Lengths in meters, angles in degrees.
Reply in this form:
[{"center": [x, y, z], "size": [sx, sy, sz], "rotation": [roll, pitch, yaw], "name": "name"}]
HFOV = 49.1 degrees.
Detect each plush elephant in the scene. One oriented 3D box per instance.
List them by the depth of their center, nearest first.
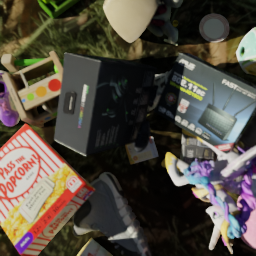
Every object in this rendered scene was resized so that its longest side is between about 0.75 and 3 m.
[{"center": [0.567, -3.338, 8.169], "size": [1.334, 1.419, 1.723], "rotation": [-23, 54, -22], "name": "plush elephant"}]

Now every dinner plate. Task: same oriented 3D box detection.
[{"center": [2.679, -3.105, 8.741], "size": [0.925, 0.112, 0.925], "rotation": [0, 85, -1], "name": "dinner plate"}]

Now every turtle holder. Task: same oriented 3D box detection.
[{"center": [3.896, -1.991, 7.896], "size": [1.283, 1.373, 1.807], "rotation": [-25, 81, 37], "name": "turtle holder"}]

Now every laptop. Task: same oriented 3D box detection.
[{"center": [-1.660, -1.107, 7.983], "size": [1.436, 0.832, 1.345], "rotation": [-25, 78, -5], "name": "laptop"}]

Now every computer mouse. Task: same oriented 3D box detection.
[{"center": [0.501, -0.214, 6.688], "size": [0.286, 0.492, 1.678], "rotation": [17, 88, -5], "name": "computer mouse"}]

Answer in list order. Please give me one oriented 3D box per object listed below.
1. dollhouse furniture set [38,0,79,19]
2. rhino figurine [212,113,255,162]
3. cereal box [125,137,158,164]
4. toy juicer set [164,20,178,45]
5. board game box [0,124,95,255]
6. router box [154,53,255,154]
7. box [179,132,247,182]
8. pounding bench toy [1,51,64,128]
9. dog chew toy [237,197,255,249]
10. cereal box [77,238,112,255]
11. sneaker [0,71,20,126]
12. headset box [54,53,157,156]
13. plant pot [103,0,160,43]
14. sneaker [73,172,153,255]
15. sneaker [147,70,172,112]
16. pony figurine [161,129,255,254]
[{"center": [-2.709, -4.768, 8.402], "size": [1.173, 1.531, 2.337], "rotation": [-42, 82, -7], "name": "dollhouse furniture set"}, {"center": [2.871, 0.159, 7.113], "size": [0.881, 0.602, 2.015], "rotation": [42, 98, 24], "name": "rhino figurine"}, {"center": [0.382, 0.638, 7.888], "size": [0.817, 0.162, 0.588], "rotation": [-15, 79, -3], "name": "cereal box"}, {"center": [1.300, -2.963, 8.687], "size": [0.509, 0.218, 0.800], "rotation": [2, 79, 1], "name": "toy juicer set"}, {"center": [-2.384, 1.384, 6.837], "size": [2.624, 0.608, 1.988], "rotation": [36, 79, 31], "name": "board game box"}, {"center": [1.729, -0.575, 6.134], "size": [1.973, 0.613, 1.478], "rotation": [32, 117, 22], "name": "router box"}, {"center": [2.412, 0.431, 7.782], "size": [1.792, 0.565, 2.272], "rotation": [7, 78, 1], "name": "box"}, {"center": [-2.332, -1.374, 7.707], "size": [1.652, 1.316, 2.118], "rotation": [-27, 81, -3], "name": "pounding bench toy"}, {"center": [3.266, 2.045, 6.969], "size": [1.151, 1.151, 1.849], "rotation": [-10, 98, -2], "name": "dog chew toy"}, {"center": [0.004, 3.767, 6.299], "size": [2.904, 2.089, 0.574], "rotation": [36, 80, 8], "name": "cereal box"}, {"center": [-3.469, -0.765, 7.770], "size": [0.632, 0.694, 1.570], "rotation": [-10, 106, -9], "name": "sneaker"}, {"center": [-0.520, -0.587, 6.492], "size": [1.057, 2.278, 1.984], "rotation": [22, 110, 32], "name": "headset box"}, {"center": [-0.023, -3.443, 7.859], "size": [1.128, 1.680, 1.680], "rotation": [25, 78, -23], "name": "plant pot"}, {"center": [-0.526, 2.659, 7.187], "size": [1.585, 1.030, 2.745], "rotation": [-28, 70, 0], "name": "sneaker"}, {"center": [0.824, -1.217, 7.552], "size": [2.940, 1.691, 1.109], "rotation": [-13, 78, -2], "name": "sneaker"}, {"center": [2.277, 0.913, 6.233], "size": [2.753, 2.375, 2.852], "rotation": [-37, 41, 3], "name": "pony figurine"}]
